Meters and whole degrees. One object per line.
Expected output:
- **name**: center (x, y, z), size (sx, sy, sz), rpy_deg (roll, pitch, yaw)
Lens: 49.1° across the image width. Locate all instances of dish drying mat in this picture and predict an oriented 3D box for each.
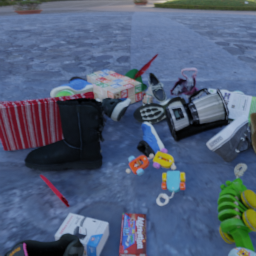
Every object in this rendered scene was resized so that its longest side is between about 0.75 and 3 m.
- **dish drying mat**: center (-1.868, 1.577, 7.121), size (0.106, 0.448, 1.168), rpy_deg (-42, 42, -18)

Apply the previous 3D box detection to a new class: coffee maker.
- **coffee maker**: center (2.287, -0.253, 9.428), size (1.872, 1.798, 1.261), rpy_deg (-17, 42, 5)

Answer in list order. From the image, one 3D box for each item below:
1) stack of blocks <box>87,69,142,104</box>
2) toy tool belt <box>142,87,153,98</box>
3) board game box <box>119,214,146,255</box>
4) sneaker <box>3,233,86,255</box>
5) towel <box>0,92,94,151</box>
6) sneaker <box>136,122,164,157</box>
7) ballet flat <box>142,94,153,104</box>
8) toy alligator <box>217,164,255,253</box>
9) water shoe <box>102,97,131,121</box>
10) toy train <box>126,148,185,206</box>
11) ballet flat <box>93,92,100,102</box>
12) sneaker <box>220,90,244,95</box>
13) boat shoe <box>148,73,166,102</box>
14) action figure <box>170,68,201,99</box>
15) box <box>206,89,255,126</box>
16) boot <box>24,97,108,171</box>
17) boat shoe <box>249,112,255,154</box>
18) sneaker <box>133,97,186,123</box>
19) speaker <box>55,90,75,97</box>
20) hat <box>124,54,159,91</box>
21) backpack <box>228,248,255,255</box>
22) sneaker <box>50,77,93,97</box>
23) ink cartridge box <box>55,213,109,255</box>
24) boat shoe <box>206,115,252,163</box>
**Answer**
- **stack of blocks**: center (-0.842, -1.853, 12.987), size (1.579, 0.803, 2.743), rpy_deg (-24, 36, -30)
- **toy tool belt**: center (0.907, -1.526, 12.922), size (0.777, 0.477, 0.485), rpy_deg (-37, 78, -28)
- **board game box**: center (0.120, 2.319, 6.138), size (0.561, 0.106, 1.089), rpy_deg (2, 29, 2)
- **sneaker**: center (-1.953, 2.479, 4.767), size (2.630, 1.135, 1.056), rpy_deg (-16, 31, -25)
- **towel**: center (-2.493, -0.184, 8.723), size (2.923, 2.114, 0.329), rpy_deg (-9, 51, -18)
- **sneaker**: center (0.553, 0.379, 9.041), size (0.731, 0.505, 1.315), rpy_deg (-16, 54, -18)
- **ballet flat**: center (0.787, -0.996, 11.597), size (0.482, 0.476, 1.417), rpy_deg (9, -8, 9)
- **toy alligator**: center (2.364, 1.591, 6.310), size (0.752, 0.822, 2.772), rpy_deg (36, 37, -9)
- **water shoe**: center (-0.488, -0.866, 10.438), size (0.933, 0.845, 2.365), rpy_deg (29, 8, 0)
- **toy train**: center (0.761, 1.231, 7.293), size (1.211, 0.449, 1.613), rpy_deg (-37, 56, -5)
- **ballet flat**: center (-1.506, -0.726, 10.830), size (0.901, 0.973, 2.759), rpy_deg (23, 23, 6)
- **sneaker**: center (4.439, -1.262, 12.187), size (1.655, 0.642, 0.714), rpy_deg (-7, 32, -12)
- **boat shoe**: center (1.159, -1.653, 11.301), size (0.520, 0.430, 1.389), rpy_deg (-18, 60, 4)
- **action figure**: center (2.314, -1.589, 11.179), size (1.199, 1.333, 1.790), rpy_deg (8, 5, 27)
- **box**: center (4.069, -0.743, 10.942), size (2.220, 0.403, 1.602), rpy_deg (14, 48, 20)
- **boot**: center (-1.774, 0.160, 8.018), size (2.412, 1.976, 0.893), rpy_deg (-1, 16, -5)
- **boat shoe**: center (4.327, 0.303, 9.318), size (0.641, 0.639, 1.776), rpy_deg (2, 49, 8)
- **sneaker**: center (1.224, -0.612, 11.116), size (2.122, 0.816, 0.940), rpy_deg (-12, -6, -9)
- **speaker**: center (-2.636, -0.748, 10.952), size (0.933, 0.933, 2.110), rpy_deg (2, 29, 4)
- **hat**: center (0.218, -2.817, 13.880), size (1.955, 1.721, 1.619), rpy_deg (-20, 34, -32)
- **backpack**: center (1.895, 2.732, 3.832), size (1.823, 1.602, 1.397), rpy_deg (25, 40, 31)
- **sneaker**: center (-2.619, -1.753, 12.786), size (2.235, 0.858, 1.244), rpy_deg (-15, 38, -33)
- **ink cartridge box**: center (-0.962, 2.266, 5.921), size (0.938, 0.393, 0.680), rpy_deg (9, 30, 15)
- **boat shoe**: center (3.418, 0.358, 8.863), size (0.977, 1.031, 2.948), rpy_deg (52, 31, 12)
